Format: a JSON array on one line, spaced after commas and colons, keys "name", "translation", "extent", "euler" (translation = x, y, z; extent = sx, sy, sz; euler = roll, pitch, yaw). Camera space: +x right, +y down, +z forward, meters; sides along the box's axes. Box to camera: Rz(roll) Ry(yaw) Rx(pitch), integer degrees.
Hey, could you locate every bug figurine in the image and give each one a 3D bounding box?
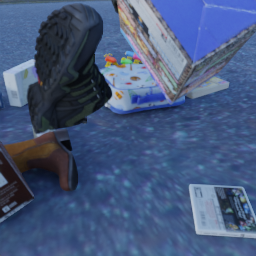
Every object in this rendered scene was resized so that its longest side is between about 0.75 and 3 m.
[{"name": "bug figurine", "translation": [-0.087, -3.340, 13.530], "extent": [1.571, 0.521, 2.025], "euler": [25, 38, 37]}]

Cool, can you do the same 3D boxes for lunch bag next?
[{"name": "lunch bag", "translation": [0.417, -1.347, 9.512], "extent": [2.879, 1.088, 2.307], "euler": [-12, 34, -22]}]

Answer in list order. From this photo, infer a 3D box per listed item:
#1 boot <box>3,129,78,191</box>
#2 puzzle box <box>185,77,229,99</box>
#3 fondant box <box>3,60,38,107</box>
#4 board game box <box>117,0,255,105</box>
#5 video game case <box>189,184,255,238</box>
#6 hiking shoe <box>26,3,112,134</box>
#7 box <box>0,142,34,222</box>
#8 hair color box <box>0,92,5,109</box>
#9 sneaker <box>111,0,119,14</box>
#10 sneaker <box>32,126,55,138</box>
[{"name": "boot", "translation": [-2.181, 0.839, 6.093], "extent": [1.998, 0.684, 1.881], "euler": [-15, 48, -11]}, {"name": "puzzle box", "translation": [2.741, -1.665, 10.863], "extent": [1.974, 0.251, 1.313], "euler": [-18, 35, -29]}, {"name": "fondant box", "translation": [-3.556, -1.604, 9.834], "extent": [0.471, 1.166, 1.616], "euler": [9, 31, 15]}, {"name": "board game box", "translation": [0.879, -1.886, 5.178], "extent": [1.303, 2.146, 2.692], "euler": [-33, -6, -2]}, {"name": "video game case", "translation": [1.794, 1.547, 5.358], "extent": [1.110, 0.143, 1.221], "euler": [2, 29, 4]}, {"name": "hiking shoe", "translation": [-0.755, -0.795, 4.238], "extent": [1.216, 2.415, 0.914], "euler": [-7, 64, -34]}, {"name": "box", "translation": [-2.824, 0.811, 5.075], "extent": [1.365, 1.351, 1.645], "euler": [-33, 42, -20]}, {"name": "hair color box", "translation": [-5.426, -0.720, 8.674], "extent": [1.295, 0.784, 2.589], "euler": [25, 38, 36]}, {"name": "sneaker", "translation": [0.334, -4.398, 8.684], "extent": [0.993, 1.373, 2.810], "euler": [-1, -3, -34]}, {"name": "sneaker", "translation": [-2.253, 0.062, 7.558], "extent": [0.622, 0.546, 1.554], "euler": [-7, 30, -18]}]
